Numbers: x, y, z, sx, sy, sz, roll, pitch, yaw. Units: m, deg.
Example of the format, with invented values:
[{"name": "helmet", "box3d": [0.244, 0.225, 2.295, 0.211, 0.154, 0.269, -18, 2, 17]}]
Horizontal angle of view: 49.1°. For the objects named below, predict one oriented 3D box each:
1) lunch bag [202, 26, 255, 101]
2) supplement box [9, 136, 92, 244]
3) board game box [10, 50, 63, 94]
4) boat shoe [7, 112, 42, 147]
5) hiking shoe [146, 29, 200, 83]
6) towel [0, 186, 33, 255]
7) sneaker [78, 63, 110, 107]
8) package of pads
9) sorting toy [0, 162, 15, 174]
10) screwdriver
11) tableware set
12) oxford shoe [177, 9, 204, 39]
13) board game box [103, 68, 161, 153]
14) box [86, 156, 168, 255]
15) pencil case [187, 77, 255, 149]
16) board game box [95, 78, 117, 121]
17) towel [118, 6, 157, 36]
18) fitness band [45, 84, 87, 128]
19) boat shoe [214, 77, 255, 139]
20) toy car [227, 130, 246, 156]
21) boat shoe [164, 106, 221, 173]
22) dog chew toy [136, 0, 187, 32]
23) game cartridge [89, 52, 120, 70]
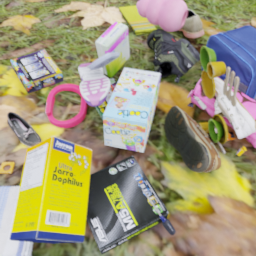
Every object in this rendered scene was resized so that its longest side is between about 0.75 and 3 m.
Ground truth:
[{"name": "lunch bag", "box3d": [3.777, -2.199, 9.691, 1.822, 1.871, 2.754, -19, 50, -17]}, {"name": "supplement box", "box3d": [-1.716, 1.476, 6.460, 1.175, 1.182, 2.159, -21, 57, 40]}, {"name": "board game box", "box3d": [-3.458, -2.162, 10.591, 1.409, 0.483, 1.705, -25, 54, -22]}, {"name": "boat shoe", "box3d": [-3.304, 0.049, 8.742, 1.586, 0.452, 0.530, 36, 59, 26]}, {"name": "hiking shoe", "box3d": [1.318, -2.734, 10.580, 1.502, 1.130, 2.984, -50, 37, 5]}, {"name": "towel", "box3d": [-3.697, 2.397, 6.842, 2.934, 0.349, 2.155, -2, 49, -2]}, {"name": "sneaker", "box3d": [-1.080, -1.235, 9.021, 0.926, 1.018, 2.303, -7, 36, -9]}, {"name": "package of pads", "box3d": [-0.512, -2.848, 10.188, 0.569, 1.670, 1.290, 30, 67, 18]}, {"name": "sorting toy", "box3d": [-4.283, 1.123, 7.958, 1.988, 0.271, 1.119, -10, 51, -8]}, {"name": "screwdriver", "box3d": [0.678, 1.977, 6.529, 0.207, 1.425, 0.199, -37, 14, 7]}, {"name": "tableware set", "box3d": [2.277, -0.721, 7.805, 0.434, 2.829, 1.906, -13, 45, -3]}, {"name": "oxford shoe", "box3d": [2.469, -4.791, 12.253, 0.956, 0.997, 2.701, -24, 38, -9]}, {"name": "board game box", "box3d": [0.158, -0.594, 8.397, 1.219, 1.197, 2.324, 11, 46, 9]}, {"name": "box", "box3d": [-0.251, 1.870, 7.186, 1.863, 0.458, 1.929, -21, 54, -17]}, {"name": "pencil case", "box3d": [3.245, -0.505, 8.720, 2.785, 1.264, 1.304, 39, 36, 28]}, {"name": "board game box", "box3d": [-0.575, -0.863, 9.647, 1.160, 0.260, 2.214, -21, 53, -16]}, {"name": "towel", "box3d": [0.409, -5.148, 13.309, 1.060, 0.222, 2.463, -12, 50, -17]}, {"name": "fitness band", "box3d": [-2.077, -0.774, 9.542, 1.334, 0.348, 1.857, -1, 51, -4]}, {"name": "boat shoe", "box3d": [2.791, -0.604, 8.021, 0.725, 0.741, 2.093, -34, 57, 10]}, {"name": "toy car", "box3d": [2.990, 0.383, 8.306, 0.577, 0.392, 1.177, 33, 22, -15]}, {"name": "boat shoe", "box3d": [1.872, 0.357, 8.296, 0.934, 0.957, 2.529, 13, 36, -29]}, {"name": "dog chew toy", "box3d": [1.161, -4.192, 10.077, 1.845, 1.149, 1.149, 24, 54, 16]}, {"name": "game cartridge", "box3d": [-0.746, -2.042, 8.547, 0.612, 0.920, 0.188, -34, 99, -55]}]
